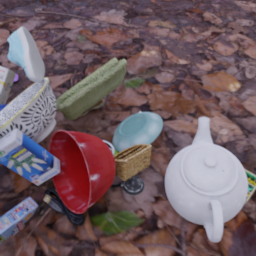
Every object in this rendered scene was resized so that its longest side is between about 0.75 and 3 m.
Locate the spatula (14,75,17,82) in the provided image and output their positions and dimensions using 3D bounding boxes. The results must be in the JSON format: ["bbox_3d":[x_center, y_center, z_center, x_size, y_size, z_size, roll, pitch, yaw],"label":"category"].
[{"bbox_3d":[-6.320,-2.183,13.278,2.159,0.222,0.610,-10,47,-9],"label":"spatula"}]

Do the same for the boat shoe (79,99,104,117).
[{"bbox_3d":[-1.826,-0.998,11.899,1.641,0.589,0.621,-28,51,-14],"label":"boat shoe"}]

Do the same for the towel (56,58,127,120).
[{"bbox_3d":[-1.309,-1.389,10.537,2.983,2.213,0.544,-35,83,-6],"label":"towel"}]

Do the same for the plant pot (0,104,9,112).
[{"bbox_3d":[-4.865,0.223,10.243,1.597,1.597,1.436,-6,54,-7],"label":"plant pot"}]

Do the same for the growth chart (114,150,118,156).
[{"bbox_3d":[-1.200,1.310,10.178,1.842,0.163,1.333,-8,50,-6],"label":"growth chart"}]

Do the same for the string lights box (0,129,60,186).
[{"bbox_3d":[-2.902,0.886,8.088,0.912,1.775,0.523,-32,41,12],"label":"string lights box"}]

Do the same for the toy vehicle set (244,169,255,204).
[{"bbox_3d":[3.525,1.703,9.758,1.796,0.238,1.116,32,56,26],"label":"toy vehicle set"}]

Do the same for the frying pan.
[{"bbox_3d":[-0.066,1.878,9.653,1.296,0.211,0.784,16,49,10],"label":"frying pan"}]

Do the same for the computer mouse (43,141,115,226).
[{"bbox_3d":[-1.422,1.684,9.476,1.616,0.646,2.947,26,58,18],"label":"computer mouse"}]

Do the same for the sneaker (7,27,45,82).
[{"bbox_3d":[-3.523,-2.318,9.464,0.954,0.861,2.329,-29,60,11],"label":"sneaker"}]

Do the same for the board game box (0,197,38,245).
[{"bbox_3d":[-3.035,2.527,7.564,0.394,1.278,1.277,42,59,14],"label":"board game box"}]

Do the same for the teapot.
[{"bbox_3d":[2.391,1.541,8.514,2.734,2.023,2.770,-39,60,-19],"label":"teapot"}]

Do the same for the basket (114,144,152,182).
[{"bbox_3d":[0.051,0.935,9.156,1.256,0.935,0.896,-27,46,-32],"label":"basket"}]

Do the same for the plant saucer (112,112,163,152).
[{"bbox_3d":[0.243,0.023,10.522,2.119,0.408,2.119,-22,35,17],"label":"plant saucer"}]

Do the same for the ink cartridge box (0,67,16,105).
[{"bbox_3d":[-5.016,-1.657,10.490,0.995,0.978,1.352,19,89,-7],"label":"ink cartridge box"}]

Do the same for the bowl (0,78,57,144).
[{"bbox_3d":[-3.175,-0.248,8.968,2.709,1.271,2.709,-32,27,18],"label":"bowl"}]

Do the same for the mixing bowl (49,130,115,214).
[{"bbox_3d":[-1.234,1.155,8.302,1.315,2.427,2.427,-11,45,-38],"label":"mixing bowl"}]
